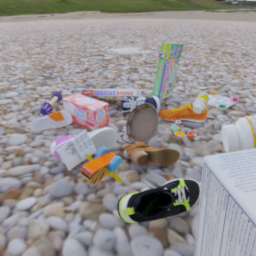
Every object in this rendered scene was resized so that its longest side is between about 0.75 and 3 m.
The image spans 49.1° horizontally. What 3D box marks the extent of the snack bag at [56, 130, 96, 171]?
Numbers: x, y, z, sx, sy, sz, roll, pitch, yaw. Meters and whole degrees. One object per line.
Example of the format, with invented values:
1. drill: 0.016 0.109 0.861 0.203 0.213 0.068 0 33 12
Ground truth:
1. snack bag: -1.487 0.673 8.139 1.039 0.979 0.111 -35 45 -18

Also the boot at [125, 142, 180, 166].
1. boot: 0.773 0.840 9.431 1.643 0.630 1.275 -9 17 -18

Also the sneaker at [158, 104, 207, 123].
1. sneaker: 2.333 -0.701 12.069 2.086 0.805 0.761 -1 29 1

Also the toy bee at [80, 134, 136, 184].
1. toy bee: -0.536 1.144 8.201 2.054 1.117 1.345 -13 44 -32

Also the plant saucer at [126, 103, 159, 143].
1. plant saucer: 0.561 -0.140 10.483 0.254 1.583 1.583 18 10 -43

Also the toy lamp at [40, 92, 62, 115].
1. toy lamp: -3.642 -1.131 13.171 0.567 0.567 1.947 2 25 4

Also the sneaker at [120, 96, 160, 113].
1. sneaker: 0.436 -0.987 12.257 1.209 0.781 2.229 -5 10 -24

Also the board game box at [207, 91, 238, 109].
1. board game box: 4.506 -1.423 14.088 1.497 0.194 1.497 25 36 39

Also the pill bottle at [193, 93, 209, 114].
1. pill bottle: 3.031 -1.030 11.724 0.502 0.502 0.890 15 50 26

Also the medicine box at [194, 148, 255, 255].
1. medicine box: 2.354 2.171 4.401 1.489 2.635 2.893 -8 29 -10

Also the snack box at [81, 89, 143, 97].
1. snack box: -0.785 -1.718 13.760 2.926 0.356 1.052 3 7 21

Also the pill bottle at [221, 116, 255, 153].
1. pill bottle: 4.376 0.208 9.349 2.254 1.271 1.271 -9 27 7

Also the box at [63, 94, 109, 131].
1. box: -1.795 -0.704 11.867 1.906 0.978 0.902 20 33 34

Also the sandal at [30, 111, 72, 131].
1. sandal: -3.134 -0.258 11.398 1.672 0.641 0.479 -13 -2 -12

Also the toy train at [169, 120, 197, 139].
1. toy train: 2.059 0.167 10.747 0.832 0.308 1.108 -22 43 -25

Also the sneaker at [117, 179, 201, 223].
1. sneaker: 0.933 1.791 6.682 2.468 0.885 1.022 -10 -9 -28

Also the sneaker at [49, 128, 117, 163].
1. sneaker: -1.570 0.418 9.704 2.369 0.858 1.351 -19 27 -40

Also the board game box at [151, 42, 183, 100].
1. board game box: 1.920 -2.778 13.701 0.387 2.661 1.791 20 23 26
